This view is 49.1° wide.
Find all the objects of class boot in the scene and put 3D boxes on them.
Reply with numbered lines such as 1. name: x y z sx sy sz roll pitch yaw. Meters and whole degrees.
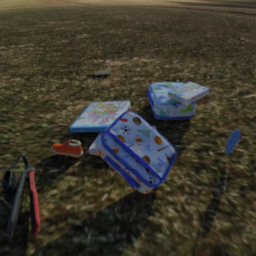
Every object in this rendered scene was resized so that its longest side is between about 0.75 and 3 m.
1. boot: -1.990 0.586 9.014 1.063 0.570 0.399 8 37 9

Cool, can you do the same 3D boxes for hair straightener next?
1. hair straightener: -2.877 1.542 7.060 1.123 0.597 2.917 5 29 -23

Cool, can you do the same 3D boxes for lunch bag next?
1. lunch bag: 1.756 -1.166 11.752 1.772 0.909 2.205 -3 32 -6
2. lunch bag: 0.256 0.688 7.678 2.144 0.810 1.718 41 49 1

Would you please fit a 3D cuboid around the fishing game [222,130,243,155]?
1. fishing game: 3.152 0.422 8.557 0.186 0.856 1.195 27 16 36

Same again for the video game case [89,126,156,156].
1. video game case: -0.124 0.401 9.725 1.880 0.227 2.063 7 31 12

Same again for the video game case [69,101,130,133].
1. video game case: -1.020 -0.489 10.977 1.749 0.218 2.444 -1 27 15

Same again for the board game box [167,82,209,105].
1. board game box: 2.372 -1.380 11.040 1.408 0.241 0.946 -26 41 -34

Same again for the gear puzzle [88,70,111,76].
1. gear puzzle: -1.627 -3.055 15.830 1.322 0.173 0.685 -5 32 -3
